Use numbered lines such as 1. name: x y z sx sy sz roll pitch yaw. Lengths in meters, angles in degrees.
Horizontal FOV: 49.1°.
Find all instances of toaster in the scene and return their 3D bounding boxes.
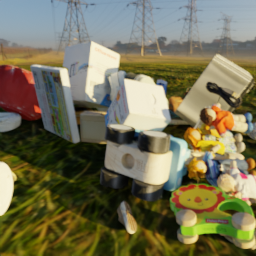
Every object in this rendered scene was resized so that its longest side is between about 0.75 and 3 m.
1. toaster: 3.058 -1.115 9.924 1.622 2.472 2.734 36 24 8

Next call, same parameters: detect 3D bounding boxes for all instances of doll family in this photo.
1. doll family: 2.098 0.685 6.459 1.607 1.166 2.588 8 55 -18

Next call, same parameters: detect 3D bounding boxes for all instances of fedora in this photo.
1. fedora: -2.205 -0.506 11.775 1.497 0.610 1.497 1 16 0

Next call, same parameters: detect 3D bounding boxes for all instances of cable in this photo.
1. cable: -5.015 -0.252 11.143 1.458 0.505 1.458 9 18 32

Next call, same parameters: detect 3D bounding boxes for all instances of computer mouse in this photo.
1. computer mouse: 2.515 -0.236 8.535 1.167 2.129 0.467 29 14 24

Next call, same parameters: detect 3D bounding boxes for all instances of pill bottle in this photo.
1. pill bottle: -3.382 1.192 5.432 1.927 1.056 1.056 0 17 0

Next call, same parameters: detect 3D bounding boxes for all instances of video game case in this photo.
1. video game case: -2.568 -0.881 9.771 0.285 2.487 2.264 -23 27 -36

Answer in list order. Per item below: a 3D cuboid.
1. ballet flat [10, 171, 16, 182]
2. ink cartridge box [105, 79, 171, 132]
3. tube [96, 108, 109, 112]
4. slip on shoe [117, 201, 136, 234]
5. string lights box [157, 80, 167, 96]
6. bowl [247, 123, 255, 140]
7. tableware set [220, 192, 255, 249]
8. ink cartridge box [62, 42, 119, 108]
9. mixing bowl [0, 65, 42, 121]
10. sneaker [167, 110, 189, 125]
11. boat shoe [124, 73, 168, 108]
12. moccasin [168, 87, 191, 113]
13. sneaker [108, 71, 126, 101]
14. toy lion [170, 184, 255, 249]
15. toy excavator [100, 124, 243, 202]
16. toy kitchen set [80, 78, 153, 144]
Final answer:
1. ballet flat: -3.935 0.907 6.369 2.713 0.959 0.959 -4 17 -4
2. ink cartridge box: 0.192 -0.294 7.655 1.172 1.621 1.193 7 51 -22
3. tube: -1.297 -1.229 14.234 0.794 0.711 2.738 36 4 -17
4. slip on shoe: -0.057 1.694 5.213 0.239 0.300 0.790 -39 27 7
5. string lights box: 1.361 -1.552 11.534 0.228 0.775 0.398 2 -6 45
6. bowl: 4.599 0.048 9.812 0.778 0.365 0.778 -1 46 1
7. tableware set: 2.286 1.579 5.549 2.060 0.239 1.721 -10 19 -27
8. ink cartridge box: -1.618 -2.111 11.673 1.685 2.329 1.715 5 -4 38
9. mixing bowl: -4.407 -1.260 11.880 2.795 1.514 2.795 20 -14 5
10. sneaker: 2.177 -0.465 11.385 1.472 0.671 0.571 0 -1 -7
11. boat shoe: 0.602 -0.934 8.861 0.755 2.373 0.839 30 77 36
12. moccasin: 3.047 -1.358 13.508 2.746 1.060 1.004 -12 22 -24
13. sneaker: -0.320 -1.160 11.348 0.776 2.191 0.800 -6 7 18
14. toy lion: 1.476 1.474 5.120 1.451 0.498 1.391 -2 20 19
15. toy excavator: 1.124 0.712 6.853 2.761 1.418 2.840 13 12 33
16. toy kitchen set: -0.252 -0.752 10.152 2.226 2.013 2.467 4 17 13
